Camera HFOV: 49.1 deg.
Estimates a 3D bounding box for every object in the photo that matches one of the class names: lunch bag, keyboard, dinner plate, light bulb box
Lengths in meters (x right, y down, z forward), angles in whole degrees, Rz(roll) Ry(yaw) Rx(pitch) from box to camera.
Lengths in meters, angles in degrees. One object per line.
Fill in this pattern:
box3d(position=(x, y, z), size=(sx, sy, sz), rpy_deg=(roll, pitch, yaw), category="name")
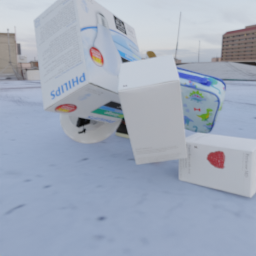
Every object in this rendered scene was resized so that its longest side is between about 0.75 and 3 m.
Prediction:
box3d(position=(1.820, -0.958, 9.135), size=(2.462, 1.979, 1.015), rpy_deg=(18, 51, 18), category="lunch bag")
box3d(position=(-1.455, -0.164, 9.130), size=(0.132, 0.813, 1.279), rpy_deg=(14, 8, 7), category="keyboard")
box3d(position=(-1.359, -0.603, 10.047), size=(2.389, 2.389, 0.290), rpy_deg=(3, -19, 11), category="dinner plate")
box3d(position=(-0.995, -1.875, 8.276), size=(1.780, 2.853, 2.828), rpy_deg=(-22, -19, 33), category="light bulb box")

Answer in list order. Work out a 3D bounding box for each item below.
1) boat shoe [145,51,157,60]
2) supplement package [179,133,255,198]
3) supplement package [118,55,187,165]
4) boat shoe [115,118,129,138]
box3d(position=(0.956, -2.218, 10.195), size=(0.456, 0.446, 1.288), rpy_deg=(-8, 59, -19), category="boat shoe")
box3d(position=(2.131, 0.767, 6.431), size=(1.682, 1.020, 1.008), rpy_deg=(7, 14, 39), category="supplement package")
box3d(position=(0.541, -0.345, 5.869), size=(1.142, 1.908, 1.157), rpy_deg=(-8, 37, 8), category="supplement package")
box3d(position=(0.688, 0.015, 10.310), size=(2.701, 0.846, 0.988), rpy_deg=(10, 15, 31), category="boat shoe")
